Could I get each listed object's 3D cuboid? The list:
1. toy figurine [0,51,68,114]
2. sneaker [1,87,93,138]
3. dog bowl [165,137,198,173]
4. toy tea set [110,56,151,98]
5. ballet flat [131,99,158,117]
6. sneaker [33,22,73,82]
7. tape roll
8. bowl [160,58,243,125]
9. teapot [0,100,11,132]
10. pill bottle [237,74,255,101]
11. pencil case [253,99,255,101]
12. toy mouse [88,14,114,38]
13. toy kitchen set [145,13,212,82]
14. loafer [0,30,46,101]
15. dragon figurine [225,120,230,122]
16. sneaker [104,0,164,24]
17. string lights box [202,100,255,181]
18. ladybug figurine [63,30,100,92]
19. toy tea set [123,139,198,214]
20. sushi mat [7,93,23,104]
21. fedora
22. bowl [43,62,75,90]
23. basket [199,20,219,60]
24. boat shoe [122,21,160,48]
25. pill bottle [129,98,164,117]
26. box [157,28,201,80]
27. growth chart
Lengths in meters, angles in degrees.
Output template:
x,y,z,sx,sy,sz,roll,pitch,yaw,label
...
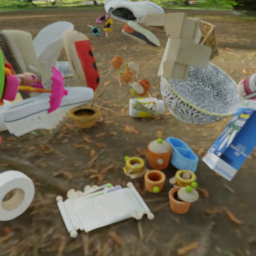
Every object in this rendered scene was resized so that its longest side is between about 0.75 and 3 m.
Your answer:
x,y,z,sx,sy,sz,roll,pitch,yaw,label
-2.473,-0.946,6.209,2.317,1.740,2.133,21,11,33,toy figurine
-2.257,-0.500,8.228,2.663,0.943,0.972,-19,31,-18,sneaker
1.733,0.845,9.382,0.906,0.403,1.626,10,24,-24,dog bowl
0.026,-1.694,9.685,1.040,0.647,1.750,-19,70,-47,toy tea set
0.531,-0.563,7.760,0.969,0.343,0.343,17,18,-35,ballet flat
-3.161,-3.020,11.408,1.004,1.574,2.724,29,62,17,sneaker
-3.080,1.754,7.276,0.431,1.233,1.233,23,37,35,tape roll
1.906,-0.925,8.213,2.539,1.192,2.539,13,47,-14,bowl
-5.412,-0.670,11.478,1.641,1.198,1.619,-13,32,-19,teapot
3.490,-1.144,7.391,0.650,0.650,1.138,-8,-6,-14,pill bottle
5.772,-0.986,12.665,0.587,0.587,1.328,12,32,20,pencil case
-1.137,-4.270,11.787,1.307,0.285,1.471,4,68,33,toy mouse
1.302,-2.155,7.661,1.288,1.579,1.424,0,17,-38,toy kitchen set
-2.942,-1.664,8.545,0.932,2.730,1.033,-32,34,-30,loafer
5.189,-0.360,11.427,2.384,1.185,0.702,-28,37,-8,dragon figurine
0.301,-4.643,11.546,2.604,0.951,0.922,1,54,-18,sneaker
2.676,0.264,6.821,0.559,1.896,0.974,34,6,-2,string lights box
-1.696,-2.407,10.509,0.924,2.569,1.744,-16,12,-4,ladybug figurine
1.124,1.237,8.354,1.660,1.033,2.792,-20,36,-31,toy tea set
-5.784,-1.204,13.440,1.129,0.143,2.360,23,37,35,sushi mat
-1.787,-0.384,11.583,1.473,0.601,1.473,1,22,-1,fedora
-3.657,-2.524,14.664,2.549,1.196,2.549,1,30,0,bowl
2.699,-3.545,11.541,1.274,1.330,1.786,-27,38,-3,basket
0.527,-3.574,10.987,1.605,0.502,0.571,22,44,-28,boat shoe
0.807,-0.894,12.258,1.465,0.800,0.800,-3,30,-5,pill bottle
1.813,-2.558,9.724,0.782,0.939,2.286,6,73,37,box
-0.698,2.115,7.677,2.361,0.209,1.708,-10,31,-16,growth chart
